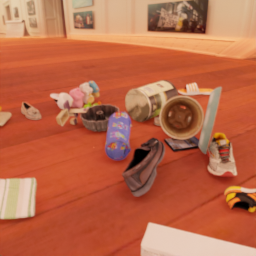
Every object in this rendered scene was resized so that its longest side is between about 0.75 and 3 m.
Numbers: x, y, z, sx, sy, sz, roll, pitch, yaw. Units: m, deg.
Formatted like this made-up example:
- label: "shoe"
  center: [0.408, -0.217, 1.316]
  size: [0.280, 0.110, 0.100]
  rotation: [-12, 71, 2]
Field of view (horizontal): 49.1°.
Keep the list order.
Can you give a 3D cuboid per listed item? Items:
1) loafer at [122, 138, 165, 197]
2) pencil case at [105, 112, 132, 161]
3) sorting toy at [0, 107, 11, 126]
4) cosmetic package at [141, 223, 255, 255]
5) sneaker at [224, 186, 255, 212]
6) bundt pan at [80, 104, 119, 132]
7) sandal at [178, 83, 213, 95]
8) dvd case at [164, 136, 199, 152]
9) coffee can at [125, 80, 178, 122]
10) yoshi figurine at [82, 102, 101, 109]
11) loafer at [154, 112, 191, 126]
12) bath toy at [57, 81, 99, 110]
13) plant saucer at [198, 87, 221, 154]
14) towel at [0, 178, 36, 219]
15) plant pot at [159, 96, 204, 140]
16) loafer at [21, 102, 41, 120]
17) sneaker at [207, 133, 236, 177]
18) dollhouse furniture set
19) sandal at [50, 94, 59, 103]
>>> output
- label: "loafer"
  center: [0.524, 1.000, 9.246]
  size: [1.016, 0.890, 2.827]
  rotation: [-33, 15, 30]
- label: "pencil case"
  center: [-0.342, 0.259, 10.911]
  size: [1.000, 0.899, 2.304]
  rotation: [8, 32, -4]
- label: "sorting toy"
  center: [-6.604, -0.374, 13.478]
  size: [1.543, 0.373, 2.740]
  rotation: [3, 25, -4]
- label: "cosmetic package"
  center: [1.657, 2.846, 5.531]
  size: [2.804, 1.157, 0.710]
  rotation: [8, 25, 18]
- label: "sneaker"
  center: [3.610, 2.112, 7.968]
  size: [1.613, 0.564, 0.726]
  rotation: [2, 38, 7]
- label: "bundt pan"
  center: [-1.272, -0.417, 13.009]
  size: [1.848, 0.694, 1.848]
  rotation: [-5, 29, 3]
- label: "sandal"
  center: [4.316, -2.507, 17.686]
  size: [2.354, 0.675, 0.902]
  rotation: [-3, 25, -6]
- label: "dvd case"
  center: [2.300, 0.635, 11.552]
  size: [1.389, 0.122, 0.991]
  rotation: [-7, 26, -15]
- label: "coffee can"
  center: [1.205, -1.384, 14.082]
  size: [2.243, 1.642, 1.642]
  rotation: [-23, 33, -39]
- label: "yoshi figurine"
  center: [-1.892, -1.040, 14.648]
  size: [1.109, 0.621, 0.623]
  rotation: [-16, 36, -25]
- label: "loafer"
  center: [2.352, -0.581, 13.439]
  size: [2.327, 0.731, 0.836]
  rotation: [-5, 24, -11]
- label: "bath toy"
  center: [-2.796, -1.646, 15.479]
  size: [1.019, 1.199, 2.758]
  rotation: [-28, 3, 45]
- label: "plant saucer"
  center: [2.979, -0.289, 10.332]
  size: [0.347, 2.529, 2.529]
  rotation: [13, 27, 14]
- label: "towel"
  center: [-3.402, 1.923, 7.729]
  size: [1.606, 0.247, 1.198]
  rotation: [1, 48, -15]
- label: "plant pot"
  center: [2.249, -0.448, 12.000]
  size: [1.764, 1.764, 1.615]
  rotation: [4, 4, 8]
- label: "loafer"
  center: [-5.018, -0.868, 14.308]
  size: [0.609, 0.533, 1.694]
  rotation: [-22, 33, -39]
- label: "sneaker"
  center: [3.254, 0.937, 9.906]
  size: [0.902, 0.952, 2.317]
  rotation: [2, 26, 4]
- label: "dollhouse furniture set"
  center: [-2.389, -0.398, 12.560]
  size: [1.089, 1.216, 1.534]
  rotation: [0, 32, 13]
- label: "sandal"
  center: [-3.611, -1.516, 15.860]
  size: [0.687, 0.514, 1.792]
  rotation: [36, 20, 35]
